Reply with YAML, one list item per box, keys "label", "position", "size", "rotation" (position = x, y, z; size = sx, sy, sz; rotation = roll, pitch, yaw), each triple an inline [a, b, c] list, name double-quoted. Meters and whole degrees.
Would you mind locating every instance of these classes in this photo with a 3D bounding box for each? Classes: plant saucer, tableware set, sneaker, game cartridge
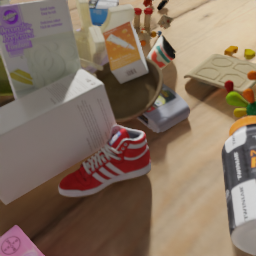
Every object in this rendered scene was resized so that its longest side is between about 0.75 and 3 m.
- label: "plant saucer"
  position: [-0.151, -1.050, 7.674]
  size: [2.297, 0.338, 2.297]
  rotation: [-10, 56, 14]
- label: "tableware set"
  position: [-1.883, -1.211, 7.267]
  size: [2.324, 1.536, 0.466]
  rotation: [20, 20, 7]
- label: "sneaker"
  position: [-0.505, 0.635, 5.752]
  size: [2.035, 1.144, 0.725]
  rotation: [-17, 33, -17]
- label: "plant saucer"
  position: [-3.140, -1.980, 7.753]
  size: [2.232, 2.229, 0.534]
  rotation: [-2, 40, -4]
- label: "sneaker"
  position: [0.949, -2.348, 9.108]
  size: [1.007, 0.758, 2.154]
  rotation: [-37, 14, 21]
- label: "game cartridge"
  position: [0.654, -0.770, 7.914]
  size: [1.372, 0.421, 2.062]
  rotation: [-26, 50, -29]

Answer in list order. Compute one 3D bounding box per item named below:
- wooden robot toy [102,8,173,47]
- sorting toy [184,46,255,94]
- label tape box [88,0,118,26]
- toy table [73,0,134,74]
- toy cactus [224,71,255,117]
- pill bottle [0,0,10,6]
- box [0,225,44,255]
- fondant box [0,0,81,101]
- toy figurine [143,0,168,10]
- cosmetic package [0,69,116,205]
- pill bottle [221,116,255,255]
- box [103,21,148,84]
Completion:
- label: "wooden robot toy"
  position: [0.385, -3.583, 10.322]
  size: [2.712, 1.195, 1.231]
  rotation: [-2, 55, -1]
- label: "sorting toy"
  position: [3.339, -1.909, 8.977]
  size: [2.050, 0.368, 2.752]
  rotation: [23, 46, 35]
- label: "label tape box"
  position: [-1.136, -4.995, 12.056]
  size: [1.263, 0.583, 1.762]
  rotation: [4, 43, 4]
- label: "toy table"
  position: [-1.182, -2.782, 8.727]
  size: [2.749, 1.751, 2.991]
  rotation: [-24, 57, -18]
- label: "toy cactus"
  position: [3.844, -0.394, 7.155]
  size: [2.654, 1.357, 2.190]
  rotation: [7, 64, 2]
- label: "pill bottle"
  position: [-4.867, -4.069, 8.745]
  size: [2.081, 1.158, 1.158]
  rotation: [8, 38, -30]
- label: "box"
  position: [-1.650, 2.760, 3.892]
  size: [1.969, 0.952, 1.732]
  rotation: [33, 53, 28]
- label: "fondant box"
  position: [-1.948, -1.615, 6.215]
  size: [1.561, 2.164, 0.630]
  rotation: [-19, 25, -21]
- label: "toy figurine"
  position: [1.275, -6.079, 12.771]
  size: [1.133, 1.115, 0.788]
  rotation: [21, 59, 19]
- label: "cosmetic package"
  position: [-1.728, 0.101, 5.880]
  size: [2.787, 1.500, 1.182]
  rotation: [-28, 39, -18]
- label: "pill bottle"
  position: [2.570, 0.944, 5.431]
  size: [1.390, 1.390, 2.618]
  rotation: [6, 44, 6]
- label: "box"
  position: [-0.081, -2.072, 7.714]
  size: [0.863, 0.677, 1.388]
  rotation: [-20, 63, 13]
